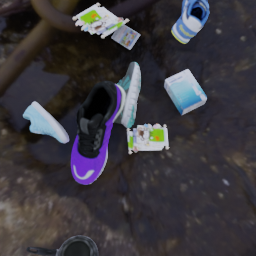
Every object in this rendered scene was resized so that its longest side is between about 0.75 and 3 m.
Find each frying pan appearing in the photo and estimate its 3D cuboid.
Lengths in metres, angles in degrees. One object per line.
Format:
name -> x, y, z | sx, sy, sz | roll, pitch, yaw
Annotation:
frying pan -> -1.451, 2.991, 6.364 | 1.542, 0.251, 0.933 | -6, 85, -19

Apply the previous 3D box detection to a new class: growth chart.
growth chart -> -0.906, -3.311, 8.666 | 1.160, 0.142, 1.603 | -42, 61, -13
growth chart -> 0.530, 0.260, 7.523 | 1.204, 0.107, 0.871 | -4, 61, -13

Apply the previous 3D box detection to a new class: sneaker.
sneaker -> -0.166, -1.006, 7.799 | 0.901, 0.767, 1.976 | 8, 68, 10
sneaker -> -2.192, -0.009, 7.400 | 0.652, 0.588, 1.591 | -46, 62, -6
sneaker -> -0.909, 0.083, 6.761 | 0.933, 1.334, 2.683 | 17, 90, 11
sneaker -> 1.978, -3.397, 8.086 | 0.784, 0.872, 2.119 | 28, 63, -15

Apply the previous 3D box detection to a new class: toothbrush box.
toothbrush box -> 1.603, -1.015, 7.914 | 0.766, 0.446, 1.046 | -27, 74, -6

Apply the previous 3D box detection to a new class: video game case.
video game case -> -0.082, -2.805, 8.571 | 0.755, 0.068, 0.541 | 37, 97, 19
